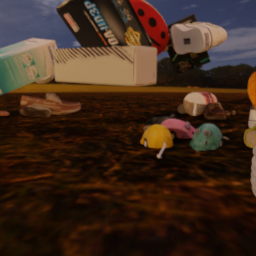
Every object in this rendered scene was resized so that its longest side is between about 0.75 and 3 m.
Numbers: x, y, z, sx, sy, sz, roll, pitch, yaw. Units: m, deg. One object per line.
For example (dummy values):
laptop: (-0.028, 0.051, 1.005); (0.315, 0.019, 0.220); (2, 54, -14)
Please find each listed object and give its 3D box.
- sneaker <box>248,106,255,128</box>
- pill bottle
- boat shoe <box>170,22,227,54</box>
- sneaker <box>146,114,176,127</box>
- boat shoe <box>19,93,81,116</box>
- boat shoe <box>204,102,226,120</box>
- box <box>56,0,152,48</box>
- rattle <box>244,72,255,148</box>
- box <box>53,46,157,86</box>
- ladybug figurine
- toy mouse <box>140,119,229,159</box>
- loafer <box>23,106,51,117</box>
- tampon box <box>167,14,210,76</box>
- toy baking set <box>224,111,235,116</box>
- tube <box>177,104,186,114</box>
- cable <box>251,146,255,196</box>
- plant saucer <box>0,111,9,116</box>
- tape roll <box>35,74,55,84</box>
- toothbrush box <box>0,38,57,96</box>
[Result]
sneaker: (5.028, -0.426, 9.210); (2.319, 0.821, 0.847); (-3, 10, -20)
pill bottle: (3.419, -1.155, 13.078); (1.052, 1.052, 1.843); (6, 12, 35)
boat shoe: (2.261, -2.997, 9.408); (0.924, 1.040, 2.828); (-14, 26, -9)
sneaker: (1.019, -0.148, 8.459); (0.763, 0.509, 1.332); (3, 9, 27)
boat shoe: (-3.562, -1.123, 13.001); (2.795, 1.003, 1.058); (-5, 10, -26)
boat shoe: (3.490, -0.705, 11.411); (0.720, 0.682, 1.901); (0, 9, 0)
box: (-0.656, -3.088, 8.544); (1.948, 2.450, 0.564); (-30, 35, 9)
rattle: (3.437, -0.210, 5.401); (1.591, 1.746, 2.444); (15, 1, -9)
box: (-0.499, -1.231, 5.570); (2.049, 0.701, 0.842); (8, 15, 33)
ladybug figurine: (0.271, -3.467, 9.911); (2.917, 1.980, 1.049); (21, 20, -21)
toy mouse: (1.439, 0.106, 6.843); (2.363, 0.514, 2.658); (-2, 9, -12)
loafer: (-3.964, -0.707, 12.261); (1.226, 0.464, 0.419); (9, 11, -1)
tampon box: (2.495, -3.601, 12.246); (1.564, 2.087, 1.317); (-20, 11, 17)
toy baking set: (4.573, -0.741, 13.318); (1.036, 0.157, 1.350); (5, 10, 26)
tube: (3.030, -0.943, 13.879); (1.735, 0.451, 0.504); (-4, 47, -52)
cable: (2.651, 0.565, 2.950); (2.480, 0.859, 2.480); (-1, 8, -12)
plant saucer: (-5.957, -0.651, 12.778); (0.972, 0.157, 0.972); (1, 9, 0)
tape roll: (-3.595, -2.416, 11.571); (1.120, 1.120, 0.392); (-1, -13, -7)
toothbrush box: (-2.452, -1.372, 6.094); (1.644, 0.701, 1.204); (-33, 35, -30)
